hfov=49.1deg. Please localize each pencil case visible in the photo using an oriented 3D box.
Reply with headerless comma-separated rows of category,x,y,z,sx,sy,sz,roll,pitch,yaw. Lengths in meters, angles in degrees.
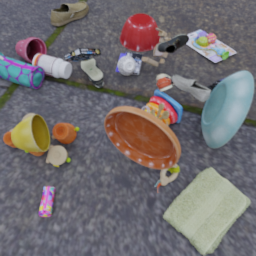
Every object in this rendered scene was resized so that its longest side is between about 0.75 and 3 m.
pencil case,-2.572,2.345,8.901,0.434,0.434,0.981,-2,51,-2
pencil case,-4.894,-2.520,12.261,2.412,1.115,1.026,20,54,14

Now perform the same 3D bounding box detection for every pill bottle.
pill bottle,4.047,-1.642,11.738,1.511,0.845,0.845,-19,54,-15
pill bottle,-3.404,-2.747,12.591,1.587,0.869,0.869,17,54,12

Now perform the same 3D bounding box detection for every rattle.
rattle,1.129,1.560,9.542,1.140,0.743,0.815,-51,52,-3

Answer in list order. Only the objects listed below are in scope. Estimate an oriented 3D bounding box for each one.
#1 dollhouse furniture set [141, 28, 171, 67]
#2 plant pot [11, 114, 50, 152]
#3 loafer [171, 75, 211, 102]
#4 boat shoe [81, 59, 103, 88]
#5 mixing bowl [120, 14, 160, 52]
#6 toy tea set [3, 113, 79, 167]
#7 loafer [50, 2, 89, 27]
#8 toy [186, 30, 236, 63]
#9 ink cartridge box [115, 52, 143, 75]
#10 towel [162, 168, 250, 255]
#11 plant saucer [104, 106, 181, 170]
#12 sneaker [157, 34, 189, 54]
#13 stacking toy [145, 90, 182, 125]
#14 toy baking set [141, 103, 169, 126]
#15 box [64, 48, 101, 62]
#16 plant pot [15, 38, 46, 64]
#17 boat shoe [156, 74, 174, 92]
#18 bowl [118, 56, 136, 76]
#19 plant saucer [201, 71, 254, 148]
dollhouse furniture set,1.308,-3.558,12.372,0.684,1.546,0.801,15,7,-37
plant pot,-3.294,0.263,9.280,0.896,1.262,1.262,-13,52,8
loafer,2.215,-1.497,9.831,1.493,0.521,0.522,33,44,16
boat shoe,-1.607,-2.514,12.575,0.698,0.657,1.943,-28,50,-5
mixing bowl,0.616,-4.978,14.166,2.146,1.162,2.146,-1,52,1
toy tea set,-3.150,0.372,10.335,2.697,0.998,1.604,17,83,9
loafer,-3.203,-6.461,15.499,0.964,0.855,2.535,34,59,24
toy,3.993,-4.300,13.977,1.482,0.607,2.573,-27,57,-20
ink cartridge box,0.053,-3.035,13.077,1.105,0.240,1.095,9,67,8
towel,2.463,2.477,8.769,2.490,0.454,1.848,-38,60,-26
plant saucer,0.426,0.307,8.527,2.528,2.528,0.408,25,56,18
sneaker,1.800,-3.062,10.386,1.328,0.497,0.705,-25,30,-9
stacking toy,0.799,-0.132,10.502,1.320,1.396,2.405,39,75,22
toy baking set,0.778,-0.035,9.529,0.233,2.000,1.535,15,79,-37
box,-1.864,-3.004,11.565,0.962,0.278,1.210,-10,5,40
plant pot,-4.671,-3.683,13.228,1.069,1.195,1.195,18,53,32
boat shoe,1.342,-1.736,10.491,0.652,0.573,1.832,-23,7,14
bowl,0.004,-2.740,12.359,0.861,0.861,0.404,-19,17,-14
plant saucer,3.206,-0.725,9.739,0.555,2.882,2.882,21,52,-8
